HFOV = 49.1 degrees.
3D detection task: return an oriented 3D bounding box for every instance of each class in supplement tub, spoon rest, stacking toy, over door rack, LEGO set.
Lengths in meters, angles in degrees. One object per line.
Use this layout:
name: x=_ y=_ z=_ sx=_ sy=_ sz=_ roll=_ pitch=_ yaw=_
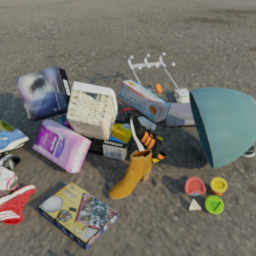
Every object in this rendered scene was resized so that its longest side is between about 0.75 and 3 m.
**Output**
supplement tub: x=1.052 y=-1.702 z=13.323 sx=1.015 sy=0.622 sz=0.622 roll=-20 pitch=23 yaw=33
spoon rest: x=0.715 y=-0.110 z=11.225 sx=0.363 sy=0.595 sz=1.198 roll=-2 pitch=11 yaw=-33
stacking toy: x=2.328 y=2.080 z=8.503 sx=1.234 sy=0.521 sz=1.117 roll=3 pitch=60 yaw=10
over door rack: x=1.338 y=-2.378 z=13.118 sx=1.983 sy=0.894 sz=2.684 roll=-11 pitch=68 yaw=-22
LEGO set: x=-2.081 y=-0.263 z=10.981 sx=0.733 sy=0.789 sz=1.923 roll=-8 pitch=24 yaw=23

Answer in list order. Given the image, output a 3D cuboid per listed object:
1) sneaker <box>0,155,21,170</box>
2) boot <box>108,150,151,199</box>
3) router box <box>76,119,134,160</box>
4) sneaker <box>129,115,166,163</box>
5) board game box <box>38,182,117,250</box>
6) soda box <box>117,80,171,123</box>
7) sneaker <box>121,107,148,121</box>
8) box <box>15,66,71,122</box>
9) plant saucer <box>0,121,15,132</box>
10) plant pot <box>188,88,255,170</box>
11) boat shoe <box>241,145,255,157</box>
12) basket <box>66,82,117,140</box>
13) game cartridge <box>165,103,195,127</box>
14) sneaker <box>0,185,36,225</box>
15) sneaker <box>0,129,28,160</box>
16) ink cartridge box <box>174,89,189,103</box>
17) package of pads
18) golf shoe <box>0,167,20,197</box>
sneaker: x=-4.059 y=1.256 z=9.143 sx=0.629 sy=0.462 sz=1.391 roll=-5 pitch=18 yaw=25
boot: x=0.055 y=1.375 z=8.662 sx=1.674 sy=1.198 sz=0.589 roll=-26 pitch=41 yaw=-32
router box: x=-0.980 y=0.294 z=10.769 sx=2.339 sy=0.597 sz=1.745 roll=10 pitch=35 yaw=14
sneaker: x=0.670 y=0.317 z=9.365 sx=0.883 sy=1.963 sz=0.686 roll=-18 pitch=26 yaw=7
board game box: x=-1.418 y=2.399 z=7.918 sx=1.888 sy=0.327 sz=1.279 roll=24 pitch=40 yaw=31
soda box: x=0.639 y=-1.168 z=11.860 sx=2.301 sy=0.732 sz=0.787 roll=38 pitch=33 yaw=28
sneaker: x=0.411 y=-0.499 z=12.038 sx=1.423 sy=0.503 sz=0.695 roll=3 pitch=59 yaw=-27
box: x=-3.022 y=-1.219 z=10.375 sx=1.644 sy=1.657 sz=1.021 roll=-16 pitch=1 yaw=5
plant saucer: x=-5.173 y=0.301 z=11.030 sx=1.269 sy=0.304 sz=1.271 roll=27 pitch=43 yaw=34
plant pot: x=3.262 y=-0.181 z=9.211 sx=1.825 sy=2.709 sz=2.709 roll=-16 pitch=33 yaw=8
boat shoe: x=4.020 y=0.285 z=10.741 sx=0.813 sy=0.649 sz=2.151 roll=-16 pitch=37 yaw=-20
basket: x=-1.183 y=-0.466 z=9.353 sx=1.358 sy=2.003 sz=1.236 roll=11 pitch=73 yaw=5
game cartridge: x=2.723 y=-0.593 z=12.261 sx=2.348 sy=0.451 sz=1.522 roll=-2 pitch=39 yaw=-2
sneaker: x=-3.146 y=2.280 z=8.092 sx=0.860 sy=0.583 sz=1.488 roll=54 pitch=34 yaw=9
sneaker: x=-4.558 y=0.588 z=9.955 sx=0.849 sy=0.748 sz=1.905 roll=50 pitch=40 yaw=5
ink cartridge box: x=2.708 y=-1.565 z=13.718 sx=0.613 sy=0.354 sz=0.842 roll=-9 pitch=35 yaw=-13
package of pads: x=-2.311 y=0.595 z=9.729 sx=2.014 sy=1.213 sz=0.762 roll=25 pitch=4 yaw=32
golf shoe: x=-3.681 y=1.554 z=7.984 sx=0.661 sy=0.838 sz=1.820 roll=-16 pitch=-2 yaw=-8
